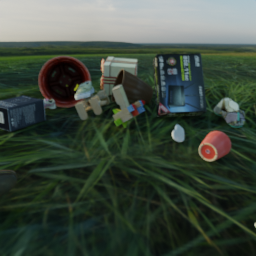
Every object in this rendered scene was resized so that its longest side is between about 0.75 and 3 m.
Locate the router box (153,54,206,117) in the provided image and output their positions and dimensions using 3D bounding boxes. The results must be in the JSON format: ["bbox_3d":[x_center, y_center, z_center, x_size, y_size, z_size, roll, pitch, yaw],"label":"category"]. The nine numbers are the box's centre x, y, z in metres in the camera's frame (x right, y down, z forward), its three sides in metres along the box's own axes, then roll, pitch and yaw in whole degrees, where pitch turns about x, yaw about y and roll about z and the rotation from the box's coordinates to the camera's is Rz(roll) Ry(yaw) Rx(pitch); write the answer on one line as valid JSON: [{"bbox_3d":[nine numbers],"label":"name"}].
[{"bbox_3d":[2.227,-1.868,12.280,2.019,2.695,0.837,-3,-9,-6],"label":"router box"}]

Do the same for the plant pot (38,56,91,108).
[{"bbox_3d":[-3.331,-2.467,14.869,2.510,2.510,2.441,-4,12,-11],"label":"plant pot"}]

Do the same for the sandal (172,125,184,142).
[{"bbox_3d":[1.717,0.259,9.756,0.477,0.288,1.171,40,28,2],"label":"sandal"}]

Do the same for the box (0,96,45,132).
[{"bbox_3d":[-4.483,-0.625,11.337,1.301,0.938,1.752,13,23,30],"label":"box"}]

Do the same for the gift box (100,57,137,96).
[{"bbox_3d":[-0.573,-3.045,16.760,2.099,2.074,2.248,5,24,2],"label":"gift box"}]

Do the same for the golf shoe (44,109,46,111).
[{"bbox_3d":[-4.234,-0.778,12.796,0.889,0.420,0.346,11,-18,-11],"label":"golf shoe"}]

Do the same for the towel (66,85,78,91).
[{"bbox_3d":[-3.267,-2.549,17.410,0.892,0.187,2.072,-48,36,-14],"label":"towel"}]

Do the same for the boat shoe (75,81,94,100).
[{"bbox_3d":[-2.070,-1.737,12.972,0.692,0.597,1.923,-12,16,9],"label":"boat shoe"}]

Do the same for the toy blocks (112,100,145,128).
[{"bbox_3d":[0.122,-0.615,10.697,1.127,0.824,1.649,-30,1,15],"label":"toy blocks"}]

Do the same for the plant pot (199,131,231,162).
[{"bbox_3d":[2.468,0.576,8.137,0.808,0.808,0.715,16,29,38],"label":"plant pot"}]

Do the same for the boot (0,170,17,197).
[{"bbox_3d":[-2.982,1.613,5.316,2.180,0.814,1.057,-27,42,-36],"label":"boot"}]

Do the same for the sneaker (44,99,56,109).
[{"bbox_3d":[-3.978,-1.163,13.310,1.079,0.476,0.439,-10,43,-31],"label":"sneaker"}]

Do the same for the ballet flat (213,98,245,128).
[{"bbox_3d":[4.322,-0.801,11.990,0.908,0.908,2.525,0,19,0],"label":"ballet flat"}]

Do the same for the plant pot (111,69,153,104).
[{"bbox_3d":[0.294,-1.901,14.322,1.830,1.711,1.711,15,15,-17],"label":"plant pot"}]

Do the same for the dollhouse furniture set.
[{"bbox_3d":[-1.037,-0.947,12.618,2.015,1.311,1.851,-18,15,13],"label":"dollhouse furniture set"}]
